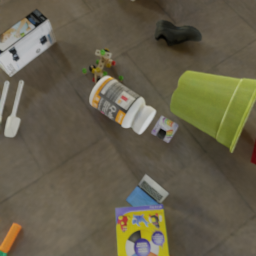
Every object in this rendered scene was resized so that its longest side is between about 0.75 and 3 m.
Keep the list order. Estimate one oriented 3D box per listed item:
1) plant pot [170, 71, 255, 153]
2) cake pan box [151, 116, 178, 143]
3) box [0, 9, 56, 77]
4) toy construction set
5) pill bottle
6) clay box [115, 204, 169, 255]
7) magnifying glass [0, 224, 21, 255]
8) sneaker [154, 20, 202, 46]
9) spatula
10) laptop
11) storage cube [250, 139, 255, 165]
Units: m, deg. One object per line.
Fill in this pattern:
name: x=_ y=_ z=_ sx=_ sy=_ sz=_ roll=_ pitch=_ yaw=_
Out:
plant pot: x=2.991 y=-0.859 z=10.005 sx=2.587 sy=2.724 sz=2.724 roll=24 pitch=71 yaw=20
cake pan box: x=1.396 y=0.062 z=10.730 sx=0.771 sy=0.219 sz=0.837 roll=31 pitch=73 yaw=13
box: x=-4.255 y=-3.404 z=11.334 sx=2.539 sy=1.481 sz=0.763 roll=-43 pitch=78 yaw=-15
toy construction set: x=-0.886 y=-2.358 z=11.077 sx=1.317 sy=1.214 sz=1.579 roll=-43 pitch=76 yaw=-14
pill bottle: x=-0.201 y=-0.823 z=10.460 sx=2.273 sy=1.323 sz=1.323 roll=35 pitch=74 yaw=12
clay box: x=0.483 y=3.992 z=9.040 sx=1.626 sy=0.674 sz=2.830 roll=-5 pitch=70 yaw=0
magnifying glass: x=-4.232 y=4.285 z=9.181 sx=0.907 sy=0.255 sz=2.280 roll=23 pitch=71 yaw=8
sneaker: x=2.097 y=-3.895 z=11.974 sx=2.055 sy=0.781 sz=0.933 roll=15 pitch=80 yaw=13
spatula: x=-4.939 y=-0.843 z=11.023 sx=1.623 sy=0.187 sz=2.334 roll=6 pitch=75 yaw=8
laptop: x=0.653 y=2.376 z=9.681 sx=1.024 sy=1.093 sz=0.634 roll=39 pitch=41 yaw=12
storage cube: x=5.029 y=0.845 z=9.658 sx=1.173 sy=1.054 sz=1.003 roll=-9 pitch=23 yaw=-31
